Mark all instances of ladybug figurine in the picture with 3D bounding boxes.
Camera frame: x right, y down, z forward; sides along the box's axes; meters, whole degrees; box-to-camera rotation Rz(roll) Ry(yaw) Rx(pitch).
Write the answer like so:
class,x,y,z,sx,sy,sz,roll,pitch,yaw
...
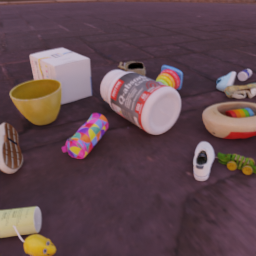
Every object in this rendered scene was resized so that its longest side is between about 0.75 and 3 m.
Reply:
class,x,y,z,sx,sy,sz,roll,pitch,yaw
ladybug figurine,3.591,-0.217,9.189,2.414,0.868,1.638,-6,30,-9

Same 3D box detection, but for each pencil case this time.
class,x,y,z,sx,sy,sz,roll,pitch,yaw
pencil case,-1.250,0.221,8.531,0.750,0.750,1.698,12,35,20

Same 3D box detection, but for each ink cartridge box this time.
class,x,y,z,sx,sy,sz,roll,pitch,yaw
ink cartridge box,-2.863,-2.257,11.936,1.625,1.654,2.247,-23,37,-34

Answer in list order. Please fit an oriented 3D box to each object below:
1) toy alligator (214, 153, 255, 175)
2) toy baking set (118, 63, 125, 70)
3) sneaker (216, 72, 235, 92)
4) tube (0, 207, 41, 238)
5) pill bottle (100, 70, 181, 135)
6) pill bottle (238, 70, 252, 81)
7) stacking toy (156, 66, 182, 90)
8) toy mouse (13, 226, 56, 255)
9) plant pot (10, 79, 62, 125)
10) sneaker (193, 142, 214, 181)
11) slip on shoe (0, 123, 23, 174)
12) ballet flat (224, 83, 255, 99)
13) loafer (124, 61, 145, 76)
class,x,y,z,sx,sy,sz,roll,pitch,yaw
toy alligator,2.888,0.896,7.768,1.540,0.370,0.510,15,33,24
toy baking set,-0.118,-3.414,15.507,1.142,0.133,0.877,18,32,28
sneaker,4.466,-2.189,12.844,0.713,0.643,1.741,18,34,20
tube,-2.879,2.012,5.754,2.061,0.535,0.598,-6,-8,-1
pill bottle,0.314,-1.023,9.830,1.636,1.636,2.824,-21,35,-31
pill bottle,5.750,-2.606,13.765,0.447,0.447,0.772,24,38,35
stacking toy,1.447,-1.774,12.001,1.077,1.018,1.856,27,50,26
toy mouse,-1.614,2.434,4.591,1.438,0.278,1.278,19,56,6
plant pot,-3.058,-0.815,9.734,1.701,1.207,1.701,-4,32,2
sneaker,2.096,0.778,7.697,0.548,0.532,1.502,3,34,15
slip on shoe,-3.559,0.640,7.961,0.650,0.816,2.146,-38,42,2
ballet flat,4.958,-1.512,11.844,1.747,0.618,0.618,-4,30,-8
loafer,0.383,-2.794,13.598,1.044,0.926,2.745,-5,30,-9
